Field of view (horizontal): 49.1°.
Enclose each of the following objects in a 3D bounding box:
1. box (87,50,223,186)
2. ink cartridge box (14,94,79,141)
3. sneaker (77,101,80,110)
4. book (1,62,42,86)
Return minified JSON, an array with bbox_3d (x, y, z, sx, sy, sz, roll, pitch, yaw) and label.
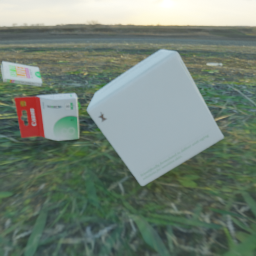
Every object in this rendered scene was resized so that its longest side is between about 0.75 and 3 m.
[{"bbox_3d":[0.618,-0.368,7.075,2.335,2.347,2.010,-32,14,8],"label":"box"},{"bbox_3d":[-2.655,-0.302,9.325,1.944,1.565,0.487,-6,31,-15],"label":"ink cartridge box"},{"bbox_3d":[-2.962,-0.934,11.949,0.869,0.796,2.041,21,30,41],"label":"sneaker"},{"bbox_3d":[-3.347,-1.663,8.807,1.114,0.268,0.744,2,49,-34],"label":"book"}]
